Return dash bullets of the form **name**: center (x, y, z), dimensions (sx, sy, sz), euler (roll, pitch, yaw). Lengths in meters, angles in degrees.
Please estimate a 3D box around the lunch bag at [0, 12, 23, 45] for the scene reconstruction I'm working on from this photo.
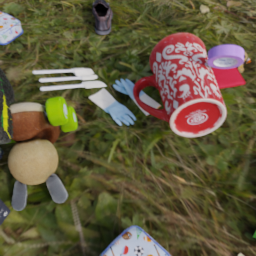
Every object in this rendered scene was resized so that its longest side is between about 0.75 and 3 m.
- **lunch bag**: center (-5.825, -4.459, 12.509), dimensions (1.867, 0.705, 1.496), euler (25, 58, 17)

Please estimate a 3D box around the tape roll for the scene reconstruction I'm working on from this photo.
- **tape roll**: center (2.654, -1.918, 7.635), dimensions (0.926, 0.926, 0.304), euler (5, 80, 4)

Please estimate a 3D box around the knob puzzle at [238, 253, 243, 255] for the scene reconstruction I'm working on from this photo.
- **knob puzzle**: center (2.688, 4.132, 6.055), dimensions (2.282, 0.316, 2.282), euler (0, 52, 0)

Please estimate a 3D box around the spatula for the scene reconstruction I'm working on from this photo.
- **spatula**: center (-2.165, -1.777, 10.178), dimensions (2.342, 0.188, 1.628), euler (-10, 43, -28)

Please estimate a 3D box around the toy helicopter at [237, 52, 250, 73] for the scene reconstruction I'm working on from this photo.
- **toy helicopter**: center (4.625, -2.670, 11.373), dimensions (0.727, 0.433, 1.099), euler (15, 64, 0)

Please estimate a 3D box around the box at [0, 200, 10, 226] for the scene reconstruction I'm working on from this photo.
- **box**: center (-4.630, 1.538, 6.615), dimensions (2.612, 2.591, 1.609), euler (23, 56, 16)

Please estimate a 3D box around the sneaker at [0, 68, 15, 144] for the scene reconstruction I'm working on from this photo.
- **sneaker**: center (-3.592, -0.692, 6.969), dimensions (1.146, 1.049, 2.690), euler (-15, 53, 0)

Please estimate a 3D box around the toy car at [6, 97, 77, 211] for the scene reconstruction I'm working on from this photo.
- **toy car**: center (-2.627, 0.816, 8.008), dimensions (2.318, 2.226, 2.821), euler (-11, 80, 0)

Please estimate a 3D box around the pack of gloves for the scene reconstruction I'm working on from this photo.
- **pack of gloves**: center (-0.144, -1.049, 10.036), dimensions (1.728, 0.406, 2.057), euler (-34, 59, -25)

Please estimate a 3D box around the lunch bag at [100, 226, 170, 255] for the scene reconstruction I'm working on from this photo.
- **lunch bag**: center (0.029, 3.364, 6.416), dimensions (1.523, 0.718, 1.901), euler (38, 60, 23)

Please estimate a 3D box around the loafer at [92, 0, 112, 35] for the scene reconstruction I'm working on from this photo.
- **loafer**: center (-1.211, -5.470, 13.179), dimensions (0.970, 0.850, 2.699), euler (-5, 52, -4)

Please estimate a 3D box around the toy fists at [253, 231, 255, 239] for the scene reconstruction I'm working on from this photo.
- **toy fists**: center (3.710, 2.587, 7.226), dimensions (0.578, 0.390, 1.133), euler (30, 59, 30)

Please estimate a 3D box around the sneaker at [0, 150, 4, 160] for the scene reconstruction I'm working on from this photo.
- **sneaker**: center (-4.813, 0.624, 8.540), dimensions (2.582, 1.401, 0.905), euler (2, 48, 41)

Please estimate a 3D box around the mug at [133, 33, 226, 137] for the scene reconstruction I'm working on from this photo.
- **mug**: center (1.624, -1.106, 8.776), dimensions (1.936, 2.576, 2.902), euler (22, 41, -29)

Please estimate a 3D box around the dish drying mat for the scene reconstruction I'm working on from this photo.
- **dish drying mat**: center (3.071, -1.844, 10.753), dimensions (2.635, 0.240, 1.012), euler (-9, 57, -9)
